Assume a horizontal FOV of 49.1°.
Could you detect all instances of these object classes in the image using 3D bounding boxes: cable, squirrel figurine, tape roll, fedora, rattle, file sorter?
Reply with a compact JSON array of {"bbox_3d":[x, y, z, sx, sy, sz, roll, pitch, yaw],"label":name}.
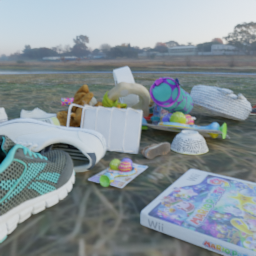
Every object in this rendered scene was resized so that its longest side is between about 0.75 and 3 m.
[{"bbox_3d":[3.593,-0.949,11.012,2.387,0.826,2.387,16,5,-42],"label":"cable"},{"bbox_3d":[-1.666,-0.442,9.784,1.722,1.218,1.607,-33,27,16],"label":"squirrel figurine"},{"bbox_3d":[-0.082,-1.538,11.235,0.610,1.744,1.744,-17,16,-5],"label":"tape roll"},{"bbox_3d":[1.581,-0.957,12.145,2.108,0.860,2.108,-3,14,1],"label":"fedora"},{"bbox_3d":[0.470,-0.387,10.073,2.725,1.774,1.946,29,17,-41],"label":"rattle"},{"bbox_3d":[-0.618,0.010,7.214,1.657,1.150,1.032,5,-2,20],"label":"file sorter"}]

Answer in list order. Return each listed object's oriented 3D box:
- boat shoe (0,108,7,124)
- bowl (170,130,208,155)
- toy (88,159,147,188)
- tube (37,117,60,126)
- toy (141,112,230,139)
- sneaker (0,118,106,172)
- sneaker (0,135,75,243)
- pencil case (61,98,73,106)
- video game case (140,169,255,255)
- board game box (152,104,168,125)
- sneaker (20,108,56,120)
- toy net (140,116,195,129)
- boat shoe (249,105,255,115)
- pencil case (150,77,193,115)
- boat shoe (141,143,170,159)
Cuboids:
[{"bbox_3d":[-5.561,-0.593,10.977,2.196,0.718,0.808,7,16,24],"label":"boat shoe"},{"bbox_3d":[1.690,0.346,7.750,1.039,0.487,1.039,0,14,0],"label":"bowl"},{"bbox_3d":[-0.175,0.869,6.025,0.779,0.319,1.352,7,16,24],"label":"toy"},{"bbox_3d":[-3.305,0.248,7.976,2.681,0.696,0.778,-12,-23,-32],"label":"tube"},{"bbox_3d":[1.745,-0.142,8.675,2.553,0.603,1.470,11,-3,31],"label":"toy"},{"bbox_3d":[-2.017,0.403,6.334,2.963,1.082,1.049,0,16,9],"label":"sneaker"},{"bbox_3d":[-1.786,0.713,4.530,1.144,1.345,2.949,5,14,16],"label":"sneaker"},{"bbox_3d":[-3.056,-1.375,14.765,0.951,0.420,0.420,-4,15,-17],"label":"pencil case"},{"bbox_3d":[1.938,1.347,4.248,2.887,0.260,2.067,9,17,32],"label":"video game case"},{"bbox_3d":[1.281,-0.648,10.648,0.305,0.990,0.990,10,18,35],"label":"board game box"},{"bbox_3d":[-3.561,-0.521,11.141,1.416,0.501,0.517,-3,14,-12],"label":"sneaker"},{"bbox_3d":[1.154,-0.172,10.021,2.443,0.472,1.281,1,0,-6],"label":"toy net"},{"bbox_3d":[5.991,-0.884,12.394,1.933,0.605,0.688,2,16,12],"label":"boat shoe"},{"bbox_3d":[1.456,-0.965,8.963,0.923,1.002,2.169,-22,-14,19],"label":"pencil case"},{"bbox_3d":[0.721,0.549,7.272,0.913,0.346,0.328,-9,15,-37],"label":"boat shoe"}]
